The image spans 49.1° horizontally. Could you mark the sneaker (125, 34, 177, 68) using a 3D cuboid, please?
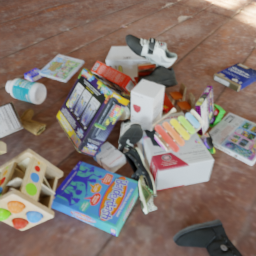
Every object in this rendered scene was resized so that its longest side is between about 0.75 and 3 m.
[{"bbox_3d":[1.104,-3.650,12.679,2.590,1.146,0.960,24,54,-27],"label":"sneaker"}]

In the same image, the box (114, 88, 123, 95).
[{"bbox_3d":[-1.335,-1.913,13.736,2.163,0.538,1.705,11,42,12],"label":"box"}]

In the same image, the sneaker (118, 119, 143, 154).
[{"bbox_3d":[-0.023,0.055,10.054,0.766,2.031,1.168,3,62,-13],"label":"sneaker"}]

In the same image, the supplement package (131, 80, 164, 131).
[{"bbox_3d":[0.663,-0.797,9.900,0.887,1.462,0.876,21,47,22],"label":"supplement package"}]

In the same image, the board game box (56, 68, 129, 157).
[{"bbox_3d":[-1.470,-0.678,10.583,0.823,2.400,2.904,23,14,-37],"label":"board game box"}]

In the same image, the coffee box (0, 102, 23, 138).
[{"bbox_3d":[-5.373,0.049,10.318,2.715,1.084,1.535,-26,10,-20],"label":"coffee box"}]

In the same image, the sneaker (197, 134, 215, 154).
[{"bbox_3d":[2.844,0.682,10.823,0.493,0.437,1.179,-35,47,-16],"label":"sneaker"}]

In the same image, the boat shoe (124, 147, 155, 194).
[{"bbox_3d":[0.344,1.494,9.376,0.605,0.682,1.824,-11,62,-19],"label":"boat shoe"}]

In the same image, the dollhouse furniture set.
[{"bbox_3d":[1.149,-1.579,12.589,2.931,1.510,2.899,-10,41,-12],"label":"dollhouse furniture set"}]

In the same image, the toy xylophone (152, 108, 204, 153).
[{"bbox_3d":[1.567,0.006,9.340,1.769,0.444,1.295,-41,71,-17],"label":"toy xylophone"}]

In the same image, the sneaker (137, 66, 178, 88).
[{"bbox_3d":[1.292,-2.321,12.781,2.283,1.036,0.867,-11,4,-40],"label":"sneaker"}]

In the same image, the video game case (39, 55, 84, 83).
[{"bbox_3d":[-3.101,-2.817,13.123,1.478,0.179,1.624,18,51,18],"label":"video game case"}]

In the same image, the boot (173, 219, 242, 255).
[{"bbox_3d":[2.258,3.474,7.343,1.561,0.622,1.894,-13,46,-13],"label":"boot"}]

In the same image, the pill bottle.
[{"bbox_3d":[-4.863,-1.767,13.225,1.777,0.984,0.984,15,42,17],"label":"pill bottle"}]

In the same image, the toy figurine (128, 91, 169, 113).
[{"bbox_3d":[0.625,-0.647,11.244,1.791,1.073,0.945,30,16,32],"label":"toy figurine"}]

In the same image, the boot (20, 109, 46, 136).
[{"bbox_3d":[-4.003,-0.242,11.899,1.244,0.411,1.089,19,55,22],"label":"boot"}]

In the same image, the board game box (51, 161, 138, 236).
[{"bbox_3d":[-1.001,2.144,8.915,2.337,0.526,1.777,16,43,18],"label":"board game box"}]

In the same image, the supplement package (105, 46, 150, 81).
[{"bbox_3d":[0.120,-3.419,14.863,2.237,1.240,1.742,1,40,10],"label":"supplement package"}]

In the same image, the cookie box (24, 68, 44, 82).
[{"bbox_3d":[-5.032,-2.830,15.025,0.685,0.301,0.801,26,46,27],"label":"cookie box"}]

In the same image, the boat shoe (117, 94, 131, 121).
[{"bbox_3d":[-0.466,-0.815,11.364,0.814,0.973,2.723,-41,17,-21],"label":"boat shoe"}]

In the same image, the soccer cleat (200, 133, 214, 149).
[{"bbox_3d":[2.790,0.526,10.102,0.471,0.439,1.286,-28,6,19],"label":"soccer cleat"}]

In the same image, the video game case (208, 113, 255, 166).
[{"bbox_3d":[4.478,0.362,11.259,2.052,0.267,2.255,31,48,31],"label":"video game case"}]

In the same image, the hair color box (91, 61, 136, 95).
[{"bbox_3d":[-0.656,-2.268,12.872,2.014,1.022,0.617,32,85,31],"label":"hair color box"}]

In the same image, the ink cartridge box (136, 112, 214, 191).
[{"bbox_3d":[1.508,0.735,10.129,1.976,1.123,2.712,-9,41,-11],"label":"ink cartridge box"}]

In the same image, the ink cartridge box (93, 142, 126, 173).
[{"bbox_3d":[-0.691,1.084,10.205,0.755,0.443,1.031,-35,52,-26],"label":"ink cartridge box"}]

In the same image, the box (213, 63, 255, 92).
[{"bbox_3d":[5.975,-2.806,14.934,2.560,0.415,1.551,-26,47,-30],"label":"box"}]

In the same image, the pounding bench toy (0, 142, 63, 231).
[{"bbox_3d":[-3.183,1.617,7.739,1.360,2.189,1.708,-29,36,24],"label":"pounding bench toy"}]

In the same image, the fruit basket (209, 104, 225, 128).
[{"bbox_3d":[3.483,-0.549,11.840,0.959,0.959,0.691,-14,42,-16],"label":"fruit basket"}]

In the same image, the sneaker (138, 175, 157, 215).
[{"bbox_3d":[0.584,1.997,8.426,0.524,0.455,1.183,-7,62,-5],"label":"sneaker"}]

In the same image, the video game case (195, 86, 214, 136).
[{"bbox_3d":[2.962,-0.660,10.760,0.259,1.447,1.311,13,48,31],"label":"video game case"}]
